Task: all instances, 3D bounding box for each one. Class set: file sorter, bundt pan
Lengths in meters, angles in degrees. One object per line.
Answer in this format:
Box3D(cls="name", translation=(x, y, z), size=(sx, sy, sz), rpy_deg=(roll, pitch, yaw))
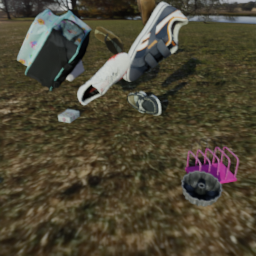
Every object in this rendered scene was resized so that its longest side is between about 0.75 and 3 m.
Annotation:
Box3D(cls="file sorter", translation=(2.389, 1.055, 8.025), size=(1.213, 0.761, 0.843), rpy_deg=(-6, 27, -12))
Box3D(cls="bundt pan", translation=(1.871, 1.611, 7.234), size=(1.024, 0.384, 1.024), rpy_deg=(0, 38, 0))

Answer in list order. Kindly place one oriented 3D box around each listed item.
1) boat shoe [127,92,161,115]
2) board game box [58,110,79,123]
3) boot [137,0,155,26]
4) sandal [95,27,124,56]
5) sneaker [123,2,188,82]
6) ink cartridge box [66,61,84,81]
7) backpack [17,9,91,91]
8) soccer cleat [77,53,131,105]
Box3D(cls="boat shoe", translation=(0.645, -1.030, 12.137), size=(0.711, 0.891, 2.357), rpy_deg=(-9, 16, -19))
Box3D(cls="board game box", translation=(-2.468, -0.497, 11.681), size=(0.557, 0.243, 0.755), rpy_deg=(10, 27, 20))
Box3D(cls="boot", translation=(0.854, -5.070, 12.107), size=(0.754, 0.736, 1.999), rpy_deg=(-13, -10, 7))
Box3D(cls="sandal", translation=(-0.780, -3.893, 12.477), size=(1.755, 0.705, 0.474), rpy_deg=(44, 28, 19))
Box3D(cls="sneaker", translation=(0.839, -2.512, 8.766), size=(1.058, 2.665, 1.045), rpy_deg=(34, 11, 18))
Box3D(cls="ink cartridge box", translation=(-2.735, -2.794, 10.715), size=(1.930, 1.396, 0.813), rpy_deg=(28, 58, 31))
Box3D(cls="backpack", translation=(-2.048, -2.392, 8.155), size=(1.642, 1.882, 2.141), rpy_deg=(36, 37, -9))
Box3D(cls="soccer cleat", translation=(-0.418, -0.841, 4.960), size=(1.206, 0.414, 0.514), rpy_deg=(-36, 25, 14))
